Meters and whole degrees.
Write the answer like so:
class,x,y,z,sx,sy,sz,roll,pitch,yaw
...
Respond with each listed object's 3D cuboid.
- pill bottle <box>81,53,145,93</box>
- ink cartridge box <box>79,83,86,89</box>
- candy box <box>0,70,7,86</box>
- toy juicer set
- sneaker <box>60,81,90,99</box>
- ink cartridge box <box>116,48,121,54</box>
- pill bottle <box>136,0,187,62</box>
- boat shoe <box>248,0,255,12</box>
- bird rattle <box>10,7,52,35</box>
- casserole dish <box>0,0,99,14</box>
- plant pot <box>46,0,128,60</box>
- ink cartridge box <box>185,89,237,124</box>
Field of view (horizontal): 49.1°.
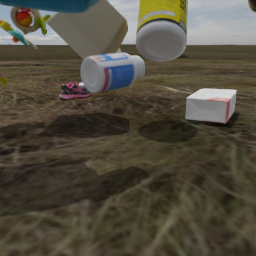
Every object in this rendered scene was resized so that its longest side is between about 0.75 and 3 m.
class,x,y,z,sx,sy,sz,roll,pitch,yaw
pill bottle,-0.252,-1.093,5.438,1.205,0.676,0.676,-18,24,-39
ink cartridge box,-1.789,-2.090,14.425,1.441,0.363,0.785,-1,16,-7
candy box,-3.532,-1.795,7.135,0.190,1.440,0.736,-34,65,-19
toy juicer set,-2.820,-2.291,7.019,0.650,0.278,1.022,35,-1,42
sneaker,-2.347,-1.744,12.589,0.623,0.753,1.578,13,19,42
ink cartridge box,-0.363,-2.587,10.613,0.322,0.557,0.768,-18,-15,0
pill bottle,1.090,-3.584,8.848,1.521,2.705,1.521,5,-26,2
boat shoe,2.547,-2.952,5.757,0.446,1.236,0.445,-21,23,24
bird rattle,-3.155,-3.553,8.818,1.205,1.479,0.833,-21,47,19
casserole dish,-1.858,-3.021,5.774,2.565,0.498,1.554,1,-5,-14
plant pot,-1.091,-3.157,9.095,1.996,1.769,1.998,44,7,-3
ink cartridge box,2.884,-0.822,9.473,1.277,0.740,2.193,9,20,27
